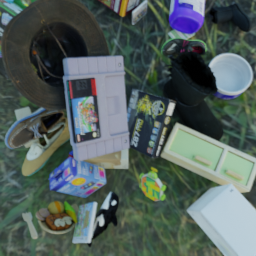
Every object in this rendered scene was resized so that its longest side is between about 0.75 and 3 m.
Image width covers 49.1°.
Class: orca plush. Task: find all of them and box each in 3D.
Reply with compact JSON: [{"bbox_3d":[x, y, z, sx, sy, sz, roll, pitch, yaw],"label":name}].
[{"bbox_3d":[-0.615,2.688,8.000,0.581,0.861,1.636,28,78,20],"label":"orca plush"}]

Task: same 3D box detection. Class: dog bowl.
[{"bbox_3d":[3.480,-1.794,9.819,1.517,0.598,1.517,0,74,0],"label":"dog bowl"}]

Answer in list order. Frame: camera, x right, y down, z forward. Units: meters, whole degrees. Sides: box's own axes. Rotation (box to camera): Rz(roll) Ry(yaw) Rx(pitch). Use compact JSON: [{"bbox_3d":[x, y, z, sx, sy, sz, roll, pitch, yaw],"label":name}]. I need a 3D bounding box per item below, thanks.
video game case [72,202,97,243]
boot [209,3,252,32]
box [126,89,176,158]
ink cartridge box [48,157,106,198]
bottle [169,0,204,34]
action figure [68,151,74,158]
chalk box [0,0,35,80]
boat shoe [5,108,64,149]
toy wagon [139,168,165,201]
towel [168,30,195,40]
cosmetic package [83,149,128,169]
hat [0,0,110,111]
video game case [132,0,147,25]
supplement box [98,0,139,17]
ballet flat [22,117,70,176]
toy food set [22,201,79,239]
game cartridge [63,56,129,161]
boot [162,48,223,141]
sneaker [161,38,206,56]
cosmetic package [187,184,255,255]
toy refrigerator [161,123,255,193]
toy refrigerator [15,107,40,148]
[{"bbox_3d":[-1.223,2.655,7.829,0.115,0.953,1.047,23,59,-27],"label":"video game case"},{"bbox_3d":[3.794,-4.036,10.497,1.170,0.532,1.392,-16,67,-8],"label":"boot"},{"bbox_3d":[0.554,-0.158,8.730,1.462,0.446,1.814,24,104,38],"label":"box"},{"bbox_3d":[-1.571,1.462,8.214,1.045,1.531,0.585,-40,44,27],"label":"ink cartridge box"},{"bbox_3d":[2.254,-4.989,10.500,1.222,0.955,2.925,14,70,-16],"label":"bottle"},{"bbox_3d":[-1.535,0.650,9.224,0.590,0.389,1.191,15,75,11],"label":"action figure"},{"bbox_3d":[-3.546,-3.100,8.861,1.585,1.574,2.540,35,114,-5],"label":"chalk box"},{"bbox_3d":[-2.805,-0.056,8.533,0.715,0.714,1.975,17,51,39],"label":"boat shoe"},{"bbox_3d":[0.691,1.637,8.168,0.846,1.090,0.216,24,42,34],"label":"toy wagon"},{"bbox_3d":[2.010,-3.553,10.583,0.862,0.101,0.658,-36,76,-11],"label":"towel"},{"bbox_3d":[-0.793,0.902,8.877,1.594,0.839,0.567,0,61,1],"label":"cosmetic package"},{"bbox_3d":[-1.979,-1.913,7.542,2.967,1.197,2.967,-4,96,-37],"label":"hat"},{"bbox_3d":[0.423,-4.326,10.517,0.086,0.685,0.751,42,78,11],"label":"video game case"},{"bbox_3d":[-0.700,-5.451,10.347,2.431,1.341,1.041,39,56,12],"label":"supplement box"},{"bbox_3d":[-2.661,0.523,9.028,2.306,0.727,0.791,-45,42,-15],"label":"ballet flat"},{"bbox_3d":[-2.034,2.535,8.001,1.663,0.334,1.148,-1,27,-36],"label":"toy food set"},{"bbox_3d":[-0.813,-0.548,7.562,1.725,0.511,2.661,-14,105,-37],"label":"game cartridge"},{"bbox_3d":[2.160,-0.895,8.636,1.056,2.338,2.853,-35,80,-12],"label":"boot"},{"bbox_3d":[2.015,-2.838,10.025,1.639,0.629,0.687,-4,37,0],"label":"sneaker"},{"bbox_3d":[2.835,2.706,7.815,1.175,1.912,1.906,-38,77,-11],"label":"cosmetic package"},{"bbox_3d":[2.522,0.951,8.820,2.764,0.967,1.049,26,75,7],"label":"toy refrigerator"},{"bbox_3d":[-3.373,-0.012,9.387,0.478,0.441,1.259,-18,75,-15],"label":"toy refrigerator"}]
